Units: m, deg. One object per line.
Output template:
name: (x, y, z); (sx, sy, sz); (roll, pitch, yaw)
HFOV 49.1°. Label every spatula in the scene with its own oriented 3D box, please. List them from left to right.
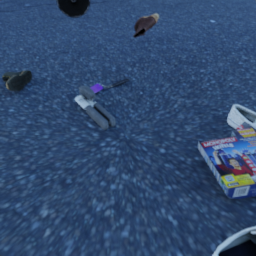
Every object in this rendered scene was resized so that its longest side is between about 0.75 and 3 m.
spatula: (-0.846, -1.884, 12.411); (2.027, 0.208, 0.573); (-19, 39, -23)

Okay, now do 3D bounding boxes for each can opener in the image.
can opener: (-1.299, -0.845, 10.554); (0.626, 0.785, 2.347); (-23, 43, -27)

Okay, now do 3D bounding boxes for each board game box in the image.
board game box: (3.441, 0.883, 8.279); (2.515, 0.776, 2.513); (-7, 37, -9)

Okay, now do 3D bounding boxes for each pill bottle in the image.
pill bottle: (-1.399, -3.315, 7.231); (0.815, 0.815, 1.458); (-6, 26, -7)

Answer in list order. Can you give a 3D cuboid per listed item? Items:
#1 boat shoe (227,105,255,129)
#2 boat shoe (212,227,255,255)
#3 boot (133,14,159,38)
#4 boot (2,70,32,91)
boat shoe: (4.455, -0.039, 9.491); (0.876, 0.779, 2.382); (-29, 46, -33)
boat shoe: (2.884, 2.563, 6.001); (2.562, 0.837, 0.943); (-18, 41, -22)
boot: (0.329, -2.723, 7.642); (0.988, 0.357, 0.822); (-10, 36, 52)
boot: (-5.224, -2.070, 12.393); (1.229, 0.688, 1.777); (2, 24, 11)
